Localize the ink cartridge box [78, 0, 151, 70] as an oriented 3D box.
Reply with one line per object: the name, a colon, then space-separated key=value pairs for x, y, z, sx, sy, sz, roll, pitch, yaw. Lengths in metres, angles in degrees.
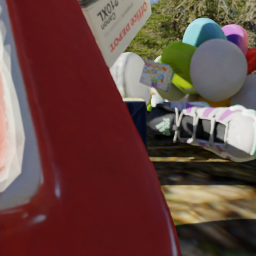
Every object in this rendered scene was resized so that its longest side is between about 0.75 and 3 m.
ink cartridge box: x=-0.754 y=-2.674 z=4.514 sx=1.214 sy=2.879 sz=2.084 roll=9 pitch=51 yaw=28

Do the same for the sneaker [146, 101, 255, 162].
sneaker: x=0.925 y=0.022 z=4.518 sx=1.557 sy=0.865 sz=2.226 roll=0 pitch=8 yaw=-16

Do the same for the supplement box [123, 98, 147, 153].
supplement box: x=-0.101 y=0.104 z=3.891 sx=0.675 sy=1.005 sz=1.004 roll=-1 pitch=7 yaw=0

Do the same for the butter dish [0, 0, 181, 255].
butter dish: x=-1.470 y=0.205 z=1.587 sx=2.617 sy=1.940 sz=2.624 roll=-10 pitch=56 yaw=-22

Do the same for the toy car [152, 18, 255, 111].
toy car: x=2.088 y=-1.273 z=6.381 sx=2.844 sy=2.132 sz=2.489 roll=32 pitch=-8 yaw=-22

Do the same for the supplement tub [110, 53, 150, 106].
supplement tub: x=-0.891 y=-1.182 z=8.407 sx=2.790 sy=1.709 sz=1.709 roll=-5 pitch=7 yaw=28

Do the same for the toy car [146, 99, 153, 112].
toy car: x=0.443 y=-0.844 z=10.663 sx=0.840 sy=0.662 sz=0.690 roll=-25 pitch=22 yaw=0

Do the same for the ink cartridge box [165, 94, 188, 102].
ink cartridge box: x=2.411 y=-1.232 z=9.186 sx=2.372 sy=0.985 sz=1.739 roll=0 pitch=48 yaw=-3

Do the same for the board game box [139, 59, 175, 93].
board game box: x=0.546 y=-0.938 z=5.170 sx=0.436 sy=0.428 sz=0.832 roll=19 pitch=8 yaw=15

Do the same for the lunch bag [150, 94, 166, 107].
lunch bag: x=1.717 y=-1.165 z=11.999 sx=1.542 sy=0.594 sz=1.237 roll=1 pitch=10 yaw=5
